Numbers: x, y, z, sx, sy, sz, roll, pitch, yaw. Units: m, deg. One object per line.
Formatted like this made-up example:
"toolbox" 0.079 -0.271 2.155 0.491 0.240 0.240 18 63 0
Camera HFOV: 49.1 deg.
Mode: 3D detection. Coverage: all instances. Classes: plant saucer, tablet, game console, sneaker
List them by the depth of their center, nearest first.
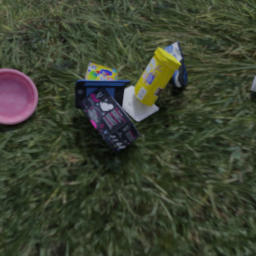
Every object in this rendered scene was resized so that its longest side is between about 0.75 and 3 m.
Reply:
"game console" -0.932 -1.153 9.971 1.852 1.581 1.096 -1 33 -14
"plant saucer" -4.431 -1.128 10.408 2.041 0.517 2.041 1 86 -19
"tablet" 0.261 -0.987 11.109 1.102 0.116 1.693 -31 56 -23
"sneaker" 1.970 -2.641 12.126 0.968 0.951 2.512 -15 48 17

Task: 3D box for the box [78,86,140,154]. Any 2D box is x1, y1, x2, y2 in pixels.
"box" -0.630 -0.293 9.648 1.090 1.255 1.900 -36 56 -1

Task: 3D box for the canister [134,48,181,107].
"canister" 1.022 -1.901 10.556 0.820 1.894 1.406 24 25 -20

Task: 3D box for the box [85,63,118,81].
"box" -1.116 -1.805 11.124 1.212 0.739 1.168 14 51 -10

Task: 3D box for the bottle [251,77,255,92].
"bottle" 6.285 -1.435 10.991 2.635 0.860 1.100 16 52 13
